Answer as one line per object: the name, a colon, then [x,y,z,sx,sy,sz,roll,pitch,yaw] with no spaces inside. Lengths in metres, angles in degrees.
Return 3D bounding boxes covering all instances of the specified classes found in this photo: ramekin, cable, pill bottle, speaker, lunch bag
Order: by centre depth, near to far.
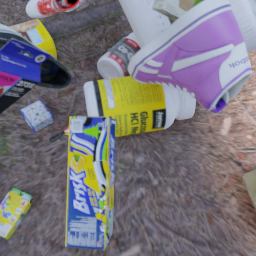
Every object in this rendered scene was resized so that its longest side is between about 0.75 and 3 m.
ramekin: [2.101,-2.048,5.378,0.718,1.368,1.368,-23,44,35]
speaker: [0.547,-2.787,7.307,0.979,2.411,0.979,-25,23,11]
pill bottle: [0.298,-0.663,7.882,2.886,1.623,1.623,-9,54,-6]
cable: [-1.937,0.144,8.170,0.812,0.204,0.395,-17,56,-12]
lunch bag: [-2.730,-0.381,8.374,0.704,0.513,0.828,-34,69,-22]
pill bottle: [-0.115,-2.408,9.511,1.037,1.037,1.821,28,59,19]

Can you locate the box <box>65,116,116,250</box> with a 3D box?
box: [-0.538,0.756,4.178,0.594,0.647,1.848,2,89,6]

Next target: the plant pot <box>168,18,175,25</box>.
plant pot: [1.227,-3.739,10.165,1.825,1.583,1.825,1,54,-1]

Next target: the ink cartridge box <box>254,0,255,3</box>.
ink cartridge box: [3.769,-4.454,10.443,1.124,1.948,2.666,-4,55,-4]

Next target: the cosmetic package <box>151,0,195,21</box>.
cosmetic package: [0.965,-2.614,5.065,0.626,1.189,0.423,11,17,-32]

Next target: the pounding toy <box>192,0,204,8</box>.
pounding toy: [1.201,-3.971,7.550,2.025,0.940,1.563,5,73,19]

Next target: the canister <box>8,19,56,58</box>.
canister: [-3.984,-2.774,9.791,2.466,1.067,1.831,-25,58,-19]

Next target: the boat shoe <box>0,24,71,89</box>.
boat shoe: [-2.225,-1.452,6.156,0.798,2.820,0.968,34,101,17]

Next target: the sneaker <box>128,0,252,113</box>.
sneaker: [1.004,-0.941,5.311,1.068,2.946,1.679,-28,94,-20]

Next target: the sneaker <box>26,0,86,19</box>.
sneaker: [-2.027,-3.362,7.526,1.828,0.610,0.980,-13,28,7]

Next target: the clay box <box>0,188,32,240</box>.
clay box: [-2.830,2.043,6.750,0.618,0.256,1.075,20,56,14]

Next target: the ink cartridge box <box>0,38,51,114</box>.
ink cartridge box: [-2.054,-0.639,4.411,1.782,0.844,0.331,-35,75,18]

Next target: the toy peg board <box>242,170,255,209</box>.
toy peg board: [4.133,1.711,5.499,2.635,1.294,2.646,-21,70,9]
